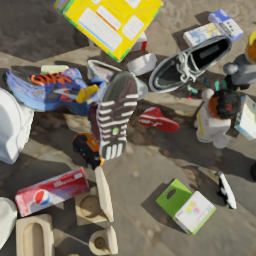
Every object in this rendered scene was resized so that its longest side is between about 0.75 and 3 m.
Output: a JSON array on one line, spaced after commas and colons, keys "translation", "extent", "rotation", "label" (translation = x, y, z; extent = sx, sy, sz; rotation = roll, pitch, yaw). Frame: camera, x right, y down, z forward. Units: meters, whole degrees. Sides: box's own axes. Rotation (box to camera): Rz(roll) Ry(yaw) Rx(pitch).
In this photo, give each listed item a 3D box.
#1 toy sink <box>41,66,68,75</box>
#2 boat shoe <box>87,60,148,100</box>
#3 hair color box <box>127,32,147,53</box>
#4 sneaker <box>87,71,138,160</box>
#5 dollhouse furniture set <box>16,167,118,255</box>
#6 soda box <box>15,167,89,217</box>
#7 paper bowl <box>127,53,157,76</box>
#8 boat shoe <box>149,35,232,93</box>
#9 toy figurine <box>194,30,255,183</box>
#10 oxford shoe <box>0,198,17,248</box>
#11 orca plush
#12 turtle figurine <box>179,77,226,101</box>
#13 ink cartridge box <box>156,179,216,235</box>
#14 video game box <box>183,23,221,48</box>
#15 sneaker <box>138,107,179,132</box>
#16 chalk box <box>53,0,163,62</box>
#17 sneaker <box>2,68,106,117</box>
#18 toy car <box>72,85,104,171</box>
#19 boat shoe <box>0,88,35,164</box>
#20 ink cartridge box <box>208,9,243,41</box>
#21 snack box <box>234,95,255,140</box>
[{"translation": [-2.005, -1.339, 7.780], "extent": [0.737, 0.634, 1.131], "rotation": [1, 66, -1], "label": "toy sink"}, {"translation": [-0.310, -1.348, 7.808], "extent": [1.857, 0.596, 0.685], "rotation": [27, 69, 11], "label": "boat shoe"}, {"translation": [-0.006, -3.007, 8.626], "extent": [0.774, 0.446, 1.396], "rotation": [-12, 67, -11], "label": "hair color box"}, {"translation": [-0.519, -0.443, 6.096], "extent": [0.829, 2.190, 1.265], "rotation": [-10, 43, -29], "label": "sneaker"}, {"translation": [-1.338, 2.178, 5.576], "extent": [2.132, 1.737, 2.028], "rotation": [-10, 65, -4], "label": "dollhouse furniture set"}, {"translation": [-1.731, 1.455, 6.499], "extent": [1.582, 0.554, 0.502], "rotation": [-20, 97, -9], "label": "soda box"}, {"translation": [0.415, -1.759, 7.885], "extent": [0.828, 0.828, 0.431], "rotation": [-23, 97, -10], "label": "paper bowl"}, {"translation": [1.557, -1.595, 7.213], "extent": [2.326, 0.794, 0.859], "rotation": [-24, 100, 16], "label": "boat shoe"}, {"translation": [3.260, -0.434, 6.490], "extent": [2.909, 2.055, 2.954], "rotation": [38, 73, 12], "label": "toy figurine"}, {"translation": [-3.605, 2.616, 5.922], "extent": [2.807, 0.811, 1.055], "rotation": [-41, 70, -18], "label": "oxford shoe"}, {"translation": [2.236, 1.510, 6.667], "extent": [0.324, 0.479, 0.911], "rotation": [-26, 91, 29], "label": "orca plush"}, {"translation": [2.017, -1.068, 7.608], "extent": [0.843, 1.126, 0.567], "rotation": [-35, 113, -39], "label": "turtle figurine"}, {"translation": [1.310, 1.785, 6.499], "extent": [1.096, 0.415, 0.810], "rotation": [42, 72, 16], "label": "ink cartridge box"}, {"translation": [2.364, -2.690, 8.606], "extent": [1.017, 0.238, 0.926], "rotation": [-23, 68, -8], "label": "video game box"}, {"translation": [0.858, -0.291, 7.230], "extent": [1.062, 0.416, 0.613], "rotation": [17, 49, 20], "label": "sneaker"}, {"translation": [-0.721, -3.192, 7.297], "extent": [1.738, 1.746, 2.807], "rotation": [-51, 30, 9], "label": "chalk box"}, {"translation": [-1.620, -1.011, 6.671], "extent": [1.006, 2.670, 1.047], "rotation": [47, 117, 34], "label": "sneaker"}, {"translation": [-0.720, 0.026, 6.569], "extent": [1.008, 2.056, 0.684], "rotation": [36, 43, 21], "label": "toy car"}, {"translation": [-2.527, -0.212, 6.203], "extent": [1.019, 2.757, 1.175], "rotation": [28, 57, 1], "label": "boat shoe"}, {"translation": [3.065, -3.242, 8.860], "extent": [0.518, 0.243, 1.101], "rotation": [-26, 68, -12], "label": "ink cartridge box"}, {"translation": [3.136, -0.280, 7.323], "extent": [0.606, 0.193, 1.042], "rotation": [36, 59, -18], "label": "snack box"}]
